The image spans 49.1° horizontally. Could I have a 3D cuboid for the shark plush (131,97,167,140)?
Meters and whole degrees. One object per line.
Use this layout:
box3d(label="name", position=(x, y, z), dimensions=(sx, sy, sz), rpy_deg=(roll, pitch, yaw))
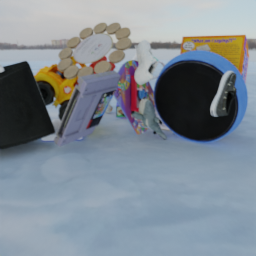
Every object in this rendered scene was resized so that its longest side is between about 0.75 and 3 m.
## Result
box3d(label="shark plush", position=(0.717, -0.180, 8.437), dimensions=(0.674, 1.617, 0.735), rpy_deg=(6, 38, 48))

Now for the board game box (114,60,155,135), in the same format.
box3d(label="board game box", position=(0.490, -1.026, 9.154), dimensions=(0.477, 2.448, 1.934), rpy_deg=(-1, 44, 35))

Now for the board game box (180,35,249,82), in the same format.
box3d(label="board game box", position=(2.719, -1.704, 8.940), dimensions=(1.843, 1.841, 1.841), rpy_deg=(8, -3, 27))

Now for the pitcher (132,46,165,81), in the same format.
box3d(label="pitcher", position=(0.461, -2.010, 10.653), dimensions=(1.486, 1.732, 1.050), rpy_deg=(30, 10, -4))

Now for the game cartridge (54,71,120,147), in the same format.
box3d(label="game cartridge", position=(-1.110, -0.510, 7.706), dimensions=(0.430, 2.239, 1.451), rpy_deg=(45, 37, 20))

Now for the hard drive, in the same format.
box3d(label="hard drive", position=(-2.131, 0.032, 9.655), dimensions=(1.262, 0.243, 1.913), rpy_deg=(-3, 17, -3))

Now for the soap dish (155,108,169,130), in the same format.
box3d(label="soap dish", position=(1.579, -0.426, 9.641), dimensions=(1.305, 1.027, 0.530), rpy_deg=(8, 24, 34))

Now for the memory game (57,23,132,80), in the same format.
box3d(label="memory game", position=(-1.022, -2.293, 8.263), dimensions=(2.407, 0.153, 2.407), rpy_deg=(-11, 54, 15))

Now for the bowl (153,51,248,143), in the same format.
box3d(label="bowl", position=(1.993, -0.817, 8.240), dimensions=(2.801, 2.801, 0.550), rpy_deg=(11, 32, 32))

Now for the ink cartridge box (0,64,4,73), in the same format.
box3d(label="ink cartridge box", position=(-3.498, -1.579, 6.934), dimensions=(0.559, 0.316, 0.763), rpy_deg=(-33, 53, -12))

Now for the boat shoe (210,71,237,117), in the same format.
box3d(label="boat shoe", position=(2.198, -0.746, 6.184), dimensions=(0.351, 0.425, 1.240), rpy_deg=(8, 60, 42))

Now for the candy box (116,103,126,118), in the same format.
box3d(label="candy box", position=(0.187, -0.784, 11.819), dimensions=(1.360, 0.524, 1.150), rpy_deg=(-1, 16, 1))

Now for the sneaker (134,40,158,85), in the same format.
box3d(label="sneaker", position=(0.628, -2.035, 8.445), dimensions=(0.674, 1.522, 0.573), rpy_deg=(-14, -27, 40))

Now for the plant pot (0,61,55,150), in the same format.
box3d(label="plant pot", position=(-3.718, -0.449, 7.791), dimensions=(2.151, 2.146, 1.908), rpy_deg=(3, 27, 43))

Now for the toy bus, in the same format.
box3d(label="toy bus", position=(-1.662, -1.523, 9.283), dimensions=(2.603, 2.499, 1.766), rpy_deg=(37, 19, -5))

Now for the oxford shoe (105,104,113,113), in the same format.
box3d(label="oxford shoe", position=(-1.161, -0.878, 12.434), dimensions=(1.358, 0.510, 0.392), rpy_deg=(8, -24, 49))
